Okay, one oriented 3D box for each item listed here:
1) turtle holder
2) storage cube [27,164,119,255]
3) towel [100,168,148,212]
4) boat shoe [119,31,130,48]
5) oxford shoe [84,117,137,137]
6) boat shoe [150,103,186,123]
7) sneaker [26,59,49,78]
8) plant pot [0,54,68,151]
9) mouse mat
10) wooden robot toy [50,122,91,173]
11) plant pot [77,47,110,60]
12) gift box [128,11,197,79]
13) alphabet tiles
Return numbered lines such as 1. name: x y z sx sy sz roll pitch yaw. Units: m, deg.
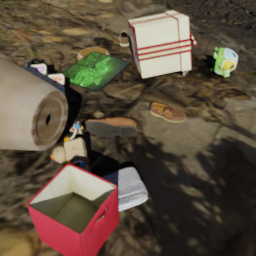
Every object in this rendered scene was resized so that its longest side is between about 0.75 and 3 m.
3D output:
1. turtle holder: 4.061 -2.790 11.805 0.971 1.039 1.368 12 26 14
2. storage cube: -1.080 1.823 5.919 1.503 1.351 1.285 19 43 23
3. towel: -0.182 1.516 6.964 1.127 0.482 0.933 -15 41 -15
4. boat shoe: -0.162 -4.793 14.655 0.600 0.601 1.624 -3 39 -4
5. oxford shoe: -0.571 -0.083 8.877 1.652 0.589 0.589 6 43 -9
6. boat shoe: 1.335 -0.531 9.465 1.266 0.428 0.456 18 56 18
7. sneaker: -3.729 -2.483 11.498 0.837 0.992 2.268 -17 42 -19
8. plant pot: -3.083 -0.490 7.557 2.424 2.793 2.793 16 42 16
9. mouse mat: -1.422 -2.520 12.087 2.158 0.101 2.681 22 49 21
10. wooden robot toy: -1.556 0.806 7.505 0.951 0.923 2.096 -13 63 0
11. plant pot: -1.663 -3.519 13.402 1.573 0.216 1.573 1 40 0
12. gift box: 1.414 -3.369 11.641 2.359 2.527 2.331 -13 34 -1
13. alphabet tiles: -3.556 -1.195 9.857 2.589 0.193 2.647 -6 58 -5
